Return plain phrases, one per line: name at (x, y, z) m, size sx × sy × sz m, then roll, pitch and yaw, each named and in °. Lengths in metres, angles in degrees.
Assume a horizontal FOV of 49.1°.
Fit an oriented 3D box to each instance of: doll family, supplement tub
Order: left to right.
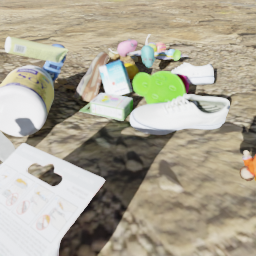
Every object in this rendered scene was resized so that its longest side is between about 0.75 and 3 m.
supplement tub at (-2.913, -0.855, 7.961) m, size 1.457 × 1.457 × 2.004 m, roll -2°, pitch 32°, yaw -3°
doll family at (2.771, 1.024, 4.802) m, size 0.814 × 1.122 × 1.807 m, roll -21°, pitch 61°, yaw -28°

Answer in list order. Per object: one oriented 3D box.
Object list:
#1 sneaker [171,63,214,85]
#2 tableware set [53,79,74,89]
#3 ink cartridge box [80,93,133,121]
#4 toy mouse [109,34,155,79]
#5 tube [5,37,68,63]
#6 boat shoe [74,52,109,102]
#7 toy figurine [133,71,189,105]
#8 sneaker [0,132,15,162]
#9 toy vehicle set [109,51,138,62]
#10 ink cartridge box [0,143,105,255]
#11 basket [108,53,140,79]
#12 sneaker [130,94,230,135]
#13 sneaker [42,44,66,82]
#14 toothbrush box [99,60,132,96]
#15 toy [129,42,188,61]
sneaker at (1.981, -1.939, 10.105) m, size 2.158 × 0.764 × 0.788 m, roll 0°, pitch 1°, yaw 8°
tableware set at (-2.494, -1.580, 9.954) m, size 1.134 × 0.132 × 0.948 m, roll 4°, pitch -7°, yaw 12°
ink cartridge box at (-0.686, -0.711, 8.692) m, size 1.490 × 0.442 × 0.774 m, roll 12°, pitch 32°, yaw 18°
toy mouse at (0.280, -2.797, 10.380) m, size 2.068 × 1.837 × 0.400 m, roll 38°, pitch 3°, yaw 17°
tube at (-2.460, -2.082, 7.578) m, size 1.577 × 0.409 × 0.458 m, roll 2°, pitch 11°, yaw -41°
boat shoe at (-1.086, -1.716, 9.690) m, size 0.793 × 0.837 × 2.210 m, roll 28°, pitch 59°, yaw -9°
toy figurine at (1.256, -1.339, 9.138) m, size 1.739 × 1.306 × 1.601 m, roll 24°, pitch 26°, yaw 21°
sneaker at (-2.998, 0.328, 6.520) m, size 0.414 × 1.119 × 0.459 m, roll -33°, pitch 28°, yaw -25°
toy vehicle set at (-0.232, -3.359, 13.199) m, size 0.859 × 0.183 × 1.383 m, roll -15°, pitch 35°, yaw -22°
ink cartridge box at (-1.731, 1.594, 3.811) m, size 2.188 × 0.768 × 2.691 m, roll 15°, pitch 50°, yaw 39°
basket at (-0.175, -2.423, 11.471) m, size 0.982 × 1.025 × 1.375 m, roll -34°, pitch 33°, yaw 8°
sneaker at (1.419, -0.494, 7.649) m, size 2.738 × 0.969 × 1.000 m, roll -5°, pitch 52°, yaw -10°
sneaker at (-2.376, -1.954, 8.901) m, size 0.574 × 1.552 × 0.638 m, roll 14°, pitch 44°, yaw -25°
toothbrush box at (-0.402, -1.554, 9.098) m, size 0.775 × 1.059 × 0.452 m, roll -14°, pitch 5°, yaw 17°
toy at (1.330, -3.525, 12.623) m, size 1.450 × 0.595 × 2.518 m, roll -16°, pitch 30°, yaw -33°
